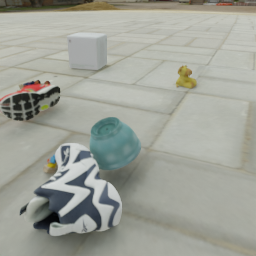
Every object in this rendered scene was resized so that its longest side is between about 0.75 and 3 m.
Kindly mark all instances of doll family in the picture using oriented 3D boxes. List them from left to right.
[{"bbox_3d":[-3.732,-1.612,11.328,1.791,0.703,1.035,21,39,40],"label":"doll family"}]

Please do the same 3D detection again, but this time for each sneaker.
[{"bbox_3d":[-3.427,-0.944,9.510,1.070,0.971,2.521,17,24,23],"label":"sneaker"},{"bbox_3d":[-1.420,1.187,5.622,1.640,1.006,2.520,-8,38,-33],"label":"sneaker"}]

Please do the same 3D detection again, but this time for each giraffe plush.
[{"bbox_3d":[2.527,-2.313,12.425,1.063,0.862,0.917,3,28,6],"label":"giraffe plush"}]

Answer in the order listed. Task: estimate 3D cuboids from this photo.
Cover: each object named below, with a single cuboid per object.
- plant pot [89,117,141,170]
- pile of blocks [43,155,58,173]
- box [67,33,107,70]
[{"bbox_3d":[-0.398,0.266,6.590,1.227,0.822,1.227,-15,33,10],"label":"plant pot"},{"bbox_3d":[-1.798,0.728,7.108,0.351,0.463,1.129,14,31,25],"label":"pile of blocks"},{"bbox_3d":[-2.137,-4.114,14.942,1.688,1.697,1.454,8,26,14],"label":"box"}]
